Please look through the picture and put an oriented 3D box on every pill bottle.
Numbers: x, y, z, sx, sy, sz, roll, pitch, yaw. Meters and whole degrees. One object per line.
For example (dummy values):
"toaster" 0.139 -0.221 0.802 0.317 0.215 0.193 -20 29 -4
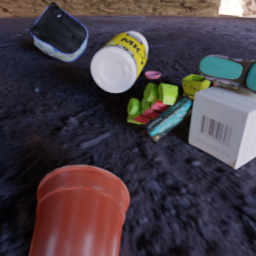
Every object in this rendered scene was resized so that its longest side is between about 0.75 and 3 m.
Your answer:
"pill bottle" -0.168 -2.319 9.369 1.448 1.448 2.534 7 34 12

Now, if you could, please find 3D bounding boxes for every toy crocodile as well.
"toy crocodile" 0.666 -0.611 8.359 0.888 2.630 0.812 14 65 -22

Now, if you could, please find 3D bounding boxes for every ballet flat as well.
"ballet flat" 3.048 -1.300 7.169 2.479 0.892 0.892 24 36 31

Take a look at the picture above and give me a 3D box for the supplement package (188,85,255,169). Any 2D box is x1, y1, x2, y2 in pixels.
"supplement package" 3.358 -0.340 8.056 2.852 1.673 1.667 -20 34 -32

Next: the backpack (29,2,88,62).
"backpack" -3.983 -5.429 16.863 2.926 2.150 2.678 32 73 -3

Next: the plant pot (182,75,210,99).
"plant pot" 2.806 -1.665 11.626 0.896 0.817 0.901 19 33 34

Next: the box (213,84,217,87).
"box" 3.784 -1.492 11.644 0.463 0.502 0.978 5 29 9

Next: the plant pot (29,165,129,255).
"plant pot" -0.795 1.728 4.355 1.643 1.643 1.598 0 35 0

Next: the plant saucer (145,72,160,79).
"plant saucer" 1.247 -2.675 14.270 0.805 0.204 0.805 0 26 0

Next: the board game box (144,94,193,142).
"board game box" 1.190 -0.239 7.904 1.454 0.983 0.205 -38 63 3
